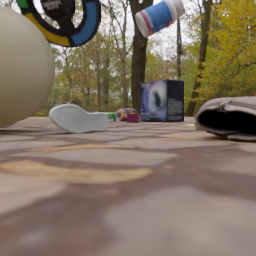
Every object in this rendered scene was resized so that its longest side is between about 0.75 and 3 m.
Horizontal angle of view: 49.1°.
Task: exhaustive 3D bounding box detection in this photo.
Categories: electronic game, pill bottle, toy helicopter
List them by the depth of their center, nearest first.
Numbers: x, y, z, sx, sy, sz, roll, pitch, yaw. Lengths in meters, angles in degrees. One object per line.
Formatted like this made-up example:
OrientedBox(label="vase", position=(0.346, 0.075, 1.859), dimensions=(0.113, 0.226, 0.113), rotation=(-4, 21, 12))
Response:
OrientedBox(label="toy helicopter", position=(2.381, -0.264, 5.943), dimensions=(1.963, 0.774, 1.298), rotation=(-13, 1, 33))
OrientedBox(label="electronic game", position=(-2.062, -3.602, 8.144), dimensions=(2.726, 2.726, 0.567), rotation=(1, 43, 24))
OrientedBox(label="pill bottle", position=(1.208, -4.162, 10.422), dimensions=(1.685, 0.946, 0.946), rotation=(-28, 3, 0))
OrientedBox(label="pill bottle", position=(-0.124, -0.694, 14.781), dimensions=(0.709, 0.709, 1.335), rotation=(2, 5, 30))

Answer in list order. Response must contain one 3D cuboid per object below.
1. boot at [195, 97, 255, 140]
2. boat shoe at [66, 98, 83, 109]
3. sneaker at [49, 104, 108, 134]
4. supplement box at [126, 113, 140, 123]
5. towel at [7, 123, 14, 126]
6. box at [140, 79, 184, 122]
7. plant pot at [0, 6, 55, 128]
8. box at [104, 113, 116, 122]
OrientedBox(label="boot", position=(2.029, -0.123, 3.916), dimensions=(2.058, 0.723, 1.505), rotation=(0, 8, 37))
OrientedBox(label="boat shoe", position=(-2.657, -0.779, 12.564), dimensions=(0.665, 0.709, 1.969), rotation=(-21, 16, 26))
OrientedBox(label="sneaker", position=(-1.111, -0.143, 5.492), dimensions=(0.734, 0.524, 1.481), rotation=(-1, -3, 33))
OrientedBox(label="supplement box", position=(0.247, -0.456, 12.746), dimensions=(0.527, 0.415, 0.805), rotation=(1, 3, 11))
OrientedBox(label="towel", position=(-3.768, -0.141, 7.846), dimensions=(0.885, 0.297, 1.198), rotation=(-7, 3, 2))
OrientedBox(label="box", position=(1.581, -1.252, 13.402), dimensions=(1.204, 1.938, 1.953), rotation=(-1, 2, -35))
OrientedBox(label="plant pot", position=(-2.943, -0.927, 4.937), dimensions=(2.612, 2.612, 2.789), rotation=(0, 18, 0))
OrientedBox(label="box", position=(-1.609, -0.477, 13.056), dimensions=(1.865, 0.451, 1.094), rotation=(5, 6, 38))
